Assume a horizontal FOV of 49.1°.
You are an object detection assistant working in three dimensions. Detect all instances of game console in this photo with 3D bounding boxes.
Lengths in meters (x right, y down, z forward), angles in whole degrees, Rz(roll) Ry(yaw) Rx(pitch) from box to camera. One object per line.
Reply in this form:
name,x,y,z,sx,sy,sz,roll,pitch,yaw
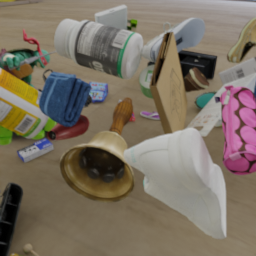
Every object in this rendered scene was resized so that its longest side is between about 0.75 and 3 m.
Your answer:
game console,-3.897,-0.342,11.753,2.329,1.541,2.648,24,29,-19

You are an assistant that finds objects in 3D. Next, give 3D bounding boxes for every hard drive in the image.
hard drive,-0.642,-3.731,11.163,1.311,1.989,0.261,-27,56,-21

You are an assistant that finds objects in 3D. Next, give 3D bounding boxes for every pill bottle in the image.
pill bottle,-0.998,-2.735,9.540,2.727,1.542,1.542,20,37,15
pill bottle,-3.045,-0.722,6.710,2.172,1.206,1.206,33,15,-34

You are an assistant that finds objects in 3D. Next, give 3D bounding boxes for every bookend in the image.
bookend,2.864,-3.049,14.928,2.822,1.308,2.840,18,38,26

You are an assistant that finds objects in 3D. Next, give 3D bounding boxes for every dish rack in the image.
dish rack,-3.988,2.000,6.442,2.650,0.723,2.033,26,39,-27

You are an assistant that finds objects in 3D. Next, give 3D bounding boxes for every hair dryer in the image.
hair dryer,-1.624,-0.407,6.920,1.543,0.550,2.026,30,36,-30

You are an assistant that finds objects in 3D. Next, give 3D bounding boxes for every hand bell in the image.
hand bell,-0.283,0.116,6.170,1.433,1.433,2.752,7,36,11

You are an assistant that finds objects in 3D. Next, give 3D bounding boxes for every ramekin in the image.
ramekin,0.915,-1.618,9.623,1.132,0.553,1.132,-7,64,15

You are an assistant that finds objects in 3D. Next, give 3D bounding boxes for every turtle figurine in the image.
turtle figurine,-3.142,-1.440,7.715,2.937,2.199,1.479,-20,63,1

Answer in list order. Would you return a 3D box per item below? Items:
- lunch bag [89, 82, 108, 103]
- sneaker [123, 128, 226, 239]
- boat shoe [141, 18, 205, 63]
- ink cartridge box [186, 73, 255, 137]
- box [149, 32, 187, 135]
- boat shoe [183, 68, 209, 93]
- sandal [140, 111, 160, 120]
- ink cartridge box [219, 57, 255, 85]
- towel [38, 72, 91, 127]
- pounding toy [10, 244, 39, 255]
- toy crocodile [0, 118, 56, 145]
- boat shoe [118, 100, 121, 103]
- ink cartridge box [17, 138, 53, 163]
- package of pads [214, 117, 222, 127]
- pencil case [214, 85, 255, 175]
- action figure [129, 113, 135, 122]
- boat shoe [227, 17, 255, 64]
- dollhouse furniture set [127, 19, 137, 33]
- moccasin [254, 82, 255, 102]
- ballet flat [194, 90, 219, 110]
lunch bag,-1.550,-1.611,13.554,0.922,0.576,1.224,6,46,8
sneaker,0.914,1.033,4.797,1.258,2.842,1.069,-10,45,27
boat shoe,1.540,-3.173,10.122,2.848,1.052,1.214,-39,40,-25
ink cartridge box,2.677,-0.458,7.990,2.250,0.532,1.801,-49,6,-8
box,1.206,-0.876,7.697,0.283,2.661,2.176,0,49,22
boat shoe,2.231,-1.501,9.573,0.813,0.814,2.202,47,20,2
sandal,1.062,-0.577,12.089,1.098,0.270,0.447,8,34,12
ink cartridge box,4.530,-1.528,9.283,1.011,1.752,2.398,-21,0,-41
towel,-1.330,-0.602,5.431,0.406,0.933,1.672,21,1,-34
pounding toy,-2.480,3.070,6.350,0.739,0.444,0.957,24,40,31
toy crocodile,-3.156,-0.076,8.037,2.365,0.798,0.730,-9,28,-33
boat shoe,-0.102,-0.641,8.652,0.354,0.360,1.015,10,11,-9
ink cartridge box,-3.309,0.791,10.015,1.130,0.250,0.531,-27,43,-35
package of pads,3.936,-0.564,11.916,0.990,0.437,1.281,-4,33,-6
pencil case,1.568,0.000,3.998,0.573,0.592,1.263,-15,50,29
action figure,-0.006,-0.665,12.023,0.356,0.539,1.090,-18,40,-25
boat shoe,3.146,-2.233,7.277,0.466,1.301,0.495,23,11,-33
dollhouse furniture set,-0.091,-3.621,11.517,0.725,1.445,0.946,8,-2,-3
moccasin,3.204,-0.547,6.094,0.802,2.352,0.946,-7,66,15
ballet flat,3.913,-1.316,12.938,2.328,0.864,0.864,-10,35,-19
